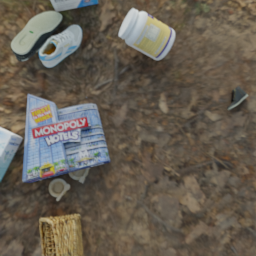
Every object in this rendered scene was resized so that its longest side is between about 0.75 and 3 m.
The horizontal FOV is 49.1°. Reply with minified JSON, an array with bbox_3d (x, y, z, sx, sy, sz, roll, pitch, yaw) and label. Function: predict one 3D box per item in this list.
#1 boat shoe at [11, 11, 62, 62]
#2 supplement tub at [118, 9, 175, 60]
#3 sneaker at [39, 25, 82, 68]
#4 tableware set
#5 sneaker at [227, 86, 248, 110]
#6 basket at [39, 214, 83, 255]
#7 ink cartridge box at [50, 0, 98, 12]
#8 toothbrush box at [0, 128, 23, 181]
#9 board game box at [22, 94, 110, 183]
[{"bbox_3d":[-3.161,-3.244,9.814,0.814,0.766,2.266,33,67,6],"label":"boat shoe"},{"bbox_3d":[0.612,-3.105,9.341,1.604,1.166,1.166,24,82,-21],"label":"supplement tub"},{"bbox_3d":[-2.299,-2.910,9.708,0.709,0.749,1.854,39,78,8],"label":"sneaker"},{"bbox_3d":[-2.306,1.381,9.351,1.831,0.212,1.529,40,78,9],"label":"tableware set"},{"bbox_3d":[3.657,-1.021,9.705,0.935,0.350,0.497,-37,83,-17],"label":"sneaker"},{"bbox_3d":[-2.151,3.707,8.573,1.389,1.331,1.865,-5,82,-2],"label":"basket"},{"bbox_3d":[-2.039,-5.311,9.305,1.642,2.230,1.613,-11,83,-1],"label":"ink cartridge box"},{"bbox_3d":[-4.879,0.976,9.098,1.745,1.016,2.383,26,82,3],"label":"toothbrush box"},{"bbox_3d":[-2.219,0.114,9.160,2.733,0.843,2.731,-14,79,-7],"label":"board game box"}]
